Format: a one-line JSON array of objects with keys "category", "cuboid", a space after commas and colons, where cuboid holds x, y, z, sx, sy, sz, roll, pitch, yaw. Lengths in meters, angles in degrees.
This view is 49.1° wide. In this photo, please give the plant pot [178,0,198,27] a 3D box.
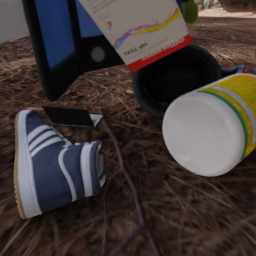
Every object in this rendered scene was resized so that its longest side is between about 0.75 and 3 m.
[{"category": "plant pot", "cuboid": [0.776, -3.930, 8.862, 2.076, 2.258, 2.258, -11, 15, 38]}]

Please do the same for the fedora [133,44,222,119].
[{"category": "fedora", "cuboid": [1.381, -1.250, 8.051, 2.429, 2.429, 1.109, 4, -4, 9]}]

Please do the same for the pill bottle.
[{"category": "pill bottle", "cuboid": [2.172, -0.249, 5.889, 1.597, 1.597, 2.831, 23, 33, 38]}]

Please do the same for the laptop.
[{"category": "laptop", "cuboid": [-1.375, -0.416, 7.235, 1.154, 0.714, 1.232, 6, 26, 10]}]

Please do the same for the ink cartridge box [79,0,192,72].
[{"category": "ink cartridge box", "cuboid": [0.208, -1.447, 3.803, 0.983, 1.692, 0.569, -23, 52, 19]}]

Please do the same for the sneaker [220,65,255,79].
[{"category": "sneaker", "cuboid": [3.590, -1.399, 8.642, 2.265, 1.082, 0.898, 6, 57, 21]}]

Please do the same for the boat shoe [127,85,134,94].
[{"category": "boat shoe", "cuboid": [0.548, -1.614, 9.829, 0.592, 0.591, 1.641, 22, 33, 37]}]

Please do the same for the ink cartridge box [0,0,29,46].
[{"category": "ink cartridge box", "cuboid": [-3.250, -3.261, 7.017, 1.837, 1.060, 2.514, -19, 55, 4]}]

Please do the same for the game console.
[{"category": "game console", "cuboid": [-0.460, -2.051, 3.988, 2.388, 2.715, 1.580, -18, 28, -24]}]

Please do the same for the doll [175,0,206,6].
[{"category": "doll", "cuboid": [1.698, -4.154, 8.023, 2.525, 1.723, 0.612, -17, -17, 27]}]

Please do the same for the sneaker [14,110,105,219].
[{"category": "sneaker", "cuboid": [-1.271, 0.412, 5.217, 1.464, 0.946, 2.698, -12, 35, -13]}]
